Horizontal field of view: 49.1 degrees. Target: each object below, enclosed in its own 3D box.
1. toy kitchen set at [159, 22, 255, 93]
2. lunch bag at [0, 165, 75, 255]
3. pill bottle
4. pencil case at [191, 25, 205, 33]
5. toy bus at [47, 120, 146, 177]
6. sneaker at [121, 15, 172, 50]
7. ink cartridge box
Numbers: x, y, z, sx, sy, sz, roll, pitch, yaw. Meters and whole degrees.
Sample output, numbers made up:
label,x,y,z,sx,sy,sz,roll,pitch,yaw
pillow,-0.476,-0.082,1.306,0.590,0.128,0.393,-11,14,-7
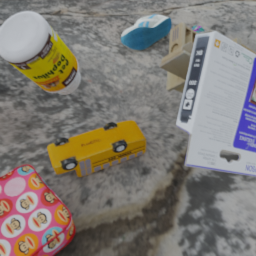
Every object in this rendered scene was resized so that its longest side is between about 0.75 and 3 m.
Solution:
label,x,y,z,sx,sy,sz,roll,pitch,yaw
toy kitchen set,2.078,-2.586,8.433,2.225,2.727,2.460,17,69,-30
lunch bag,-2.892,2.413,7.300,2.274,1.058,2.582,-34,57,-25
pill bottle,-2.023,-1.662,6.911,1.236,2.262,1.236,-4,72,14
pencil case,2.845,-4.170,13.074,0.723,0.785,1.699,32,57,28
toy bus,-0.926,0.674,8.724,2.904,1.137,0.945,-19,54,-15
sneaker,0.714,-4.572,13.325,2.942,1.126,1.188,-31,47,-31
ink cartridge box,2.435,-0.384,6.628,2.839,2.866,0.622,13,-1,-33
